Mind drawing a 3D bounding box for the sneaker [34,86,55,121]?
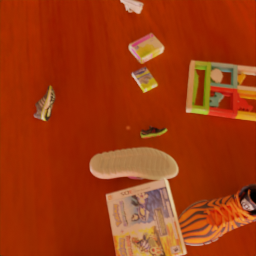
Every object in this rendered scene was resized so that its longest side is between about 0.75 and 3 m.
[{"bbox_3d":[-2.770,-0.844,9.231,0.511,0.467,1.263,6,65,6],"label":"sneaker"}]

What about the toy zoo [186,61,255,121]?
[{"bbox_3d":[3.516,-1.249,9.398,2.977,0.305,1.953,8,67,6],"label":"toy zoo"}]

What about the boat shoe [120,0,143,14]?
[{"bbox_3d":[0.069,-4.766,10.908,0.465,0.458,1.313,-10,38,-40],"label":"boat shoe"}]

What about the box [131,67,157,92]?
[{"bbox_3d":[0.548,-1.718,9.737,0.545,0.213,0.895,-27,70,-12],"label":"box"}]

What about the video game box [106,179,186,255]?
[{"bbox_3d":[0.416,2.519,7.489,1.767,0.454,1.939,-20,66,15],"label":"video game box"}]

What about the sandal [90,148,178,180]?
[{"bbox_3d":[0.165,1.130,8.286,2.602,0.640,1.059,4,51,-10],"label":"sandal"}]

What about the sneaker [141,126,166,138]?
[{"bbox_3d":[0.808,0.094,8.864,0.845,0.324,0.354,-10,82,-6],"label":"sneaker"}]

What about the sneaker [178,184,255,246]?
[{"bbox_3d":[2.603,2.110,7.265,2.881,1.614,1.118,-20,64,-10],"label":"sneaker"}]

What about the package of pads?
[{"bbox_3d":[0.674,-2.880,10.160,1.047,0.357,0.809,-32,70,-13],"label":"package of pads"}]
